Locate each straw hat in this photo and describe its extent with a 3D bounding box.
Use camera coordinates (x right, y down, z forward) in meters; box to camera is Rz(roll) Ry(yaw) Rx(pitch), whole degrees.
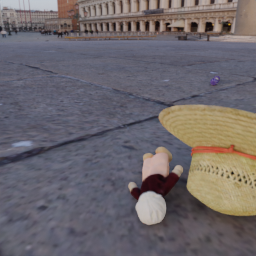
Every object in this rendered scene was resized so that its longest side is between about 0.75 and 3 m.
[{"bbox_3d":[1.639,0.744,4.390,2.804,1.187,2.804,19,-12,4],"label":"straw hat"}]

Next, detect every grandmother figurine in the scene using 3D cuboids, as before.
[{"bbox_3d":[0.489,0.967,4.929,1.074,0.536,1.771,-38,13,25],"label":"grandmother figurine"}]

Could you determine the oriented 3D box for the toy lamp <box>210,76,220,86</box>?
[{"bbox_3d":[4.333,-2.354,13.943,0.361,0.361,1.240,8,22,21],"label":"toy lamp"}]
